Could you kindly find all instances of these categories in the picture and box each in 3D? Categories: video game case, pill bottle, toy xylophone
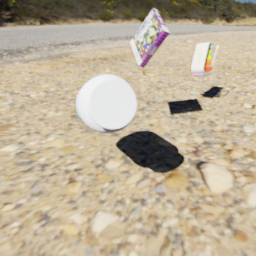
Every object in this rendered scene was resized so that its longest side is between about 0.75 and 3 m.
[{"bbox_3d":[0.682,-3.040,9.513,0.270,1.506,1.365,11,47,-32],"label":"video game case"},{"bbox_3d":[-0.583,-0.598,7.080,1.397,1.397,2.570,-6,6,-12],"label":"pill bottle"},{"bbox_3d":[3.466,-3.150,12.682,1.245,1.700,0.427,18,-6,42],"label":"toy xylophone"}]
